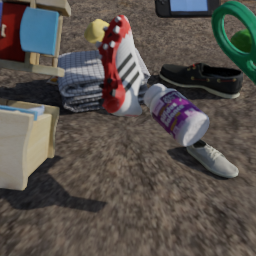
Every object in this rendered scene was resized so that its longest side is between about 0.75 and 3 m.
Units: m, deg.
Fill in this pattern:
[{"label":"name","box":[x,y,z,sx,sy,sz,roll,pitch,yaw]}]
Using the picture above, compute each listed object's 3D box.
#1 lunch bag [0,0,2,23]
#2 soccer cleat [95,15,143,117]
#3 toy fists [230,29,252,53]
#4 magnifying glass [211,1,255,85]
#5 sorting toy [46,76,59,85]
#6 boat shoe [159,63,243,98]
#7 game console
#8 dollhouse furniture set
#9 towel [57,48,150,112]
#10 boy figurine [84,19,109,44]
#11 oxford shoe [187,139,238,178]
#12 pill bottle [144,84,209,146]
[{"label":"lunch bag","box":[-3.428,-2.909,7.746,1.233,1.814,1.200,-18,80,-41]},{"label":"soccer cleat","box":[-0.113,-1.358,6.175,1.030,0.830,2.418,19,60,-41]},{"label":"toy fists","box":[3.347,-2.412,8.123,0.731,0.493,1.434,30,6,15]},{"label":"magnifying glass","box":[2.186,-0.995,4.727,0.273,2.436,0.970,-33,7,-7]},{"label":"sorting toy","box":[-2.560,-1.822,10.464,0.756,0.138,0.700,11,39,14]},{"label":"boat shoe","box":[2.545,-1.908,9.977,2.964,0.929,1.084,19,43,24]},{"label":"game console","box":[1.510,-3.462,6.545,1.676,1.444,0.995,-4,-3,-9]},{"label":"dollhouse furniture set","box":[-2.193,-0.836,4.374,1.990,2.839,2.001,8,7,-4]},{"label":"towel","box":[-0.862,-1.686,9.448,2.888,1.236,2.391,-9,38,-8]},{"label":"boy figurine","box":[-0.637,-2.815,8.630,1.275,0.661,2.050,46,22,4]},{"label":"oxford shoe","box":[2.080,0.715,6.998,0.550,0.423,1.464,-24,46,-32]},{"label":"pill bottle","box":[0.883,-0.304,5.436,0.722,0.722,1.286,-23,51,-26]}]
